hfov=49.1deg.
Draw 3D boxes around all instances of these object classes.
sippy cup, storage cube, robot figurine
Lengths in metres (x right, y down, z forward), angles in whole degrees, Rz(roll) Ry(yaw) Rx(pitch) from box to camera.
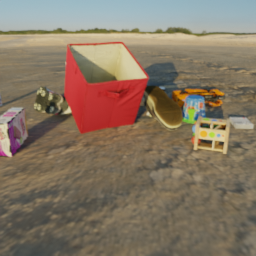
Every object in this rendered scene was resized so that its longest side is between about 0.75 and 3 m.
[{"bbox_3d":[2.753,-0.815,11.710,1.072,1.001,1.366,-5,21,-15],"label":"sippy cup"},{"bbox_3d":[-0.983,-1.531,10.606,2.308,2.427,2.700,-11,52,-25],"label":"storage cube"},{"bbox_3d":[3.483,-1.484,13.830,2.502,0.728,1.814,-1,21,0],"label":"robot figurine"}]

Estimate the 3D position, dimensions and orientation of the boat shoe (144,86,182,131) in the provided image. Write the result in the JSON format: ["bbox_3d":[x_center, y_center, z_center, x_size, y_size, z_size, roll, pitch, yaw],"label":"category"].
[{"bbox_3d":[1.397,-0.728,11.578,1.067,0.945,2.915,-7,39,-12],"label":"boat shoe"}]

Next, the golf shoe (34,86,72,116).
[{"bbox_3d":[-3.343,-1.077,12.724,1.310,1.148,2.973,14,7,-40],"label":"golf shoe"}]

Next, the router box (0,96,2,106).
[{"bbox_3d":[-6.371,-1.325,13.337,0.213,0.783,0.872,2,21,5],"label":"router box"}]

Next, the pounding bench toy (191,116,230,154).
[{"bbox_3d":[2.786,0.112,9.453,1.134,0.904,1.454,7,22,19],"label":"pounding bench toy"}]

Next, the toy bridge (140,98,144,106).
[{"bbox_3d":[-0.410,-1.316,13.910,2.565,0.349,0.862,5,22,12],"label":"toy bridge"}]

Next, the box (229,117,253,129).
[{"bbox_3d":[4.534,-0.201,11.265,0.690,0.182,0.885,2,22,2],"label":"box"}]

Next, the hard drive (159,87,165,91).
[{"bbox_3d":[1.828,-2.342,16.855,0.797,0.151,0.557,4,21,13],"label":"hard drive"}]

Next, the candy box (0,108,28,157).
[{"bbox_3d":[-3.816,0.096,9.179,0.505,1.130,1.656,1,22,-3],"label":"candy box"}]

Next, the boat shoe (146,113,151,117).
[{"bbox_3d":[1.032,-0.660,12.417,0.254,0.294,0.817,41,29,4],"label":"boat shoe"}]
